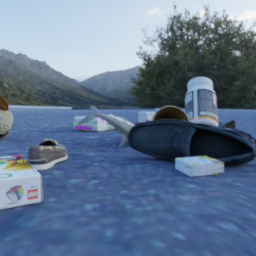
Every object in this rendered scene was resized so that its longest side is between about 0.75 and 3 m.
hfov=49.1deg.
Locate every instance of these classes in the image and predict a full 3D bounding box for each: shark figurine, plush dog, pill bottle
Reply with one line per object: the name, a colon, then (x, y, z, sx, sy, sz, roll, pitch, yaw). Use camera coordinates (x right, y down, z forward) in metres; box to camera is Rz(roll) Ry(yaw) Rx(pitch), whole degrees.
shark figurine: (-0.340, 0.091, 8.729, 1.332, 0.931, 2.230, 13, -8, 45)
plush dog: (-4.960, -0.212, 9.924, 1.748, 2.035, 1.632, -18, 50, -43)
pill bottle: (2.940, -0.882, 11.347, 1.264, 2.172, 1.264, 5, -26, 2)

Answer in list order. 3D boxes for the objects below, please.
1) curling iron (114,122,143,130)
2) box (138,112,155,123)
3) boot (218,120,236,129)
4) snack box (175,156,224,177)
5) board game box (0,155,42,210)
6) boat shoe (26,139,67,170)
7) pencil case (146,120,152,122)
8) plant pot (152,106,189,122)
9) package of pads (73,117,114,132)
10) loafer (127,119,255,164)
curling iron: (0.642, -0.110, 14.100, 2.877, 0.368, 0.713, -3, -3, -19)
box: (1.111, -0.570, 16.818, 0.680, 0.793, 0.789, -6, 9, -37)
boot: (4.608, -0.135, 14.394, 1.294, 0.516, 1.423, -2, -1, -40)
snack box: (1.432, 0.766, 5.673, 0.755, 0.255, 0.636, -3, 7, -18)
board game box: (-2.668, 0.832, 3.937, 2.523, 0.437, 1.593, -3, 7, -30)
boat shoe: (-1.857, 0.544, 6.562, 0.631, 0.522, 1.756, 1, 5, 7)
pencil case: (1.536, -0.085, 12.863, 1.470, 0.574, 0.638, 1, 10, 7)
plant pot: (1.310, 0.034, 9.417, 1.236, 1.236, 1.326, 0, -12, -3)
package of pads: (-1.613, -0.225, 13.923, 1.511, 0.667, 1.955, 4, 6, 27)
loafer: (1.366, 0.299, 6.463, 2.989, 1.015, 1.049, 6, -1, 18)
